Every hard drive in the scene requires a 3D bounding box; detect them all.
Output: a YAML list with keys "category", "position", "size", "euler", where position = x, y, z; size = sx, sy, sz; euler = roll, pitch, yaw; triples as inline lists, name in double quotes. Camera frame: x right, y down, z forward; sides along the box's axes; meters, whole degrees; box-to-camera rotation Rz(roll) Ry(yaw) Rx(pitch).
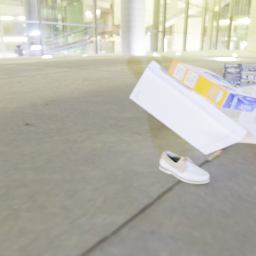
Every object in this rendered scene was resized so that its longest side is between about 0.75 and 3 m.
- category: "hard drive"
  position: [1.390, -0.400, 7.262]
  size: [2.736, 0.365, 1.804]
  euler: [37, -21, 0]

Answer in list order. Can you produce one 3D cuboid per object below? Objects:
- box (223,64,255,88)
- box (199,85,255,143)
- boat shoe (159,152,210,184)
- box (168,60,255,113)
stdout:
- category: "box"
  position: [3.808, -1.593, 9.115]
  size: [1.404, 0.345, 1.132]
  euler: [4, 61, 20]
- category: "box"
  position: [2.685, -0.331, 7.925]
  size: [0.978, 1.195, 2.516]
  euler: [38, -13, -19]
- category: "boat shoe"
  position: [1.336, 0.953, 6.823]
  size: [1.344, 0.460, 0.502]
  euler: [15, 24, 37]
- category: "box"
  position: [1.510, -0.694, 4.855]
  size: [0.928, 0.323, 1.559]
  euler: [4, 31, -37]
